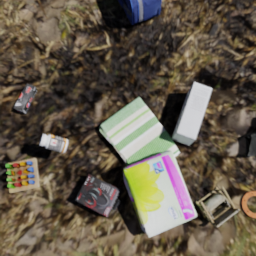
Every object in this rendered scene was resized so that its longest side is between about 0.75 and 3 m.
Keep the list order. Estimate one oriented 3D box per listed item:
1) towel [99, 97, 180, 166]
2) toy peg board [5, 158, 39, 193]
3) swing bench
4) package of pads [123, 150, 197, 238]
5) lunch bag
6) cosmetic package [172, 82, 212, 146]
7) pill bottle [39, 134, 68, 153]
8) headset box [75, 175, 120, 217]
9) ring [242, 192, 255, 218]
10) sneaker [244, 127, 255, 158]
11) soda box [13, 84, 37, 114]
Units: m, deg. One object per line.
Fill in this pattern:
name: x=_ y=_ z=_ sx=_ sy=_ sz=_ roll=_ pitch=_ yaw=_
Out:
towel: x=0.425 y=0.433 z=10.473 sx=2.018 sy=0.309 sz=2.646 roll=-36 pitch=79 yaw=-9
toy peg board: x=-3.844 y=1.680 z=10.042 sx=1.077 sy=0.529 sz=1.081 roll=-11 pitch=75 yaw=-3
swing bench: x=3.089 y=2.728 z=9.694 sx=0.997 sy=0.650 sz=1.002 roll=-32 pitch=80 yaw=-10
package of pads: x=0.998 y=2.221 z=9.522 sx=1.894 sy=0.836 sz=2.452 roll=-21 pitch=86 yaw=-6
lunch bag: x=0.268 y=-5.585 z=11.580 sx=1.491 sy=1.531 sz=2.254 roll=-21 pitch=72 yaw=-7
cosmetic package: x=2.348 y=-0.496 z=10.387 sx=0.740 sy=1.054 sz=2.078 roll=21 pitch=76 yaw=5
pill bottle: x=-2.464 y=0.507 z=9.273 sx=0.850 sy=0.495 sz=0.495 roll=18 pitch=73 yaw=-21
headset box: x=-0.986 y=2.409 z=9.814 sx=1.386 sy=0.520 sz=1.030 roll=25 pitch=72 yaw=7
ring: x=4.503 y=2.734 z=9.970 sx=0.924 sy=0.089 sz=0.924 roll=0 pitch=74 yaw=0
sneaker: x=4.781 y=0.296 z=10.449 sx=0.863 sy=0.497 sz=1.654 roll=5 pitch=77 yaw=-4
soda box: x=-3.995 y=-1.125 z=10.931 sx=0.398 sy=0.356 sz=1.124 roll=20 pitch=75 yaw=6
